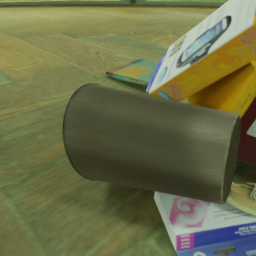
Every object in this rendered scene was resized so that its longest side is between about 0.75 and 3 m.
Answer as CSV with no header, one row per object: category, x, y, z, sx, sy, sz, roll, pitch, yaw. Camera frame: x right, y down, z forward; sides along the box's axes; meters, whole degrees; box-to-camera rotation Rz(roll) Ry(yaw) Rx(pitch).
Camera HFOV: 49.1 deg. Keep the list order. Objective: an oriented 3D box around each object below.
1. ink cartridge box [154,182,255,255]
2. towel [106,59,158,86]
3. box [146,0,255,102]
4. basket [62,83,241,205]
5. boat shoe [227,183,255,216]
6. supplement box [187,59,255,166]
ink cartridge box,1.359,1.485,4.667,1.488,0.328,1.516,-6,30,-11
towel,0.693,-2.040,10.360,1.938,0.287,2.643,-28,35,-33
box,1.563,-1.545,5.470,0.620,2.990,1.780,38,52,-16
basket,0.476,0.280,4.601,2.383,2.149,1.621,9,62,28
boat shoe,2.374,1.150,4.569,1.605,0.505,0.586,15,26,6
supplement box,2.890,-0.486,5.943,2.498,1.659,2.464,19,29,-9
